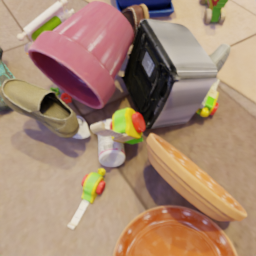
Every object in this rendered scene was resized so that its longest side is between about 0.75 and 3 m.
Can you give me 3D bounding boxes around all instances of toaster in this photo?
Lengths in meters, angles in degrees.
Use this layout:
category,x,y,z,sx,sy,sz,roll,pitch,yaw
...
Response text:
category,x,y,z,sx,sy,sz,roll,pitch,yaw
toaster,1.000,-1.356,7.660,1.477,2.250,2.488,-7,54,-22

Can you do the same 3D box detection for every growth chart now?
category,x,y,z,sx,sy,sz,roll,pitch,yaw
growth chart,-1.788,-2.335,8.247,1.918,2.650,0.235,-50,52,-4

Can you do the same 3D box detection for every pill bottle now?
category,x,y,z,sx,sy,sz,roll,pitch,yaw
pill bottle,-0.470,0.389,7.539,0.679,0.679,1.198,-5,48,-3

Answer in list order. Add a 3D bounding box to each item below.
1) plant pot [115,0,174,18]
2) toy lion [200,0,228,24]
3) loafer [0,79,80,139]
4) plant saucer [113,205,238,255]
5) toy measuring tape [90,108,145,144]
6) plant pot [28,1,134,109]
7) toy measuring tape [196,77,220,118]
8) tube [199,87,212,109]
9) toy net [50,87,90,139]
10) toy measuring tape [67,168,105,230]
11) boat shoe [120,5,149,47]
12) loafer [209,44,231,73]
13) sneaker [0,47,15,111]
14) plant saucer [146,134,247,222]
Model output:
category,x,y,z,sx,sy,sz,roll,pitch,yaw
plant pot,0.596,-5.966,11.205,2.684,2.413,2.684,-6,54,-4
toy lion,3.501,-5.469,10.917,0.819,2.288,2.387,1,53,1
loafer,-2.097,-0.614,6.741,2.220,0.749,0.844,29,53,4
plant saucer,0.987,2.987,5.871,2.678,0.432,2.678,0,53,0
toy measuring tape,-0.215,-0.131,6.617,0.892,2.425,0.892,-4,80,24
plant pot,-1.036,-2.020,7.410,2.365,2.365,2.116,30,77,20
toy measuring tape,2.465,-0.894,8.659,0.715,0.715,1.943,18,44,13
tube,2.155,-0.964,7.924,0.240,0.268,0.925,14,61,21
toy net,-1.864,-0.347,8.353,2.219,0.428,1.164,35,58,21
toy measuring tape,-0.998,1.625,6.785,0.603,0.603,1.638,21,57,15
boat shoe,-0.211,-3.053,8.921,1.035,2.944,1.036,-9,93,-15
loafer,2.157,-1.673,8.447,2.172,0.759,0.758,-49,63,15
sneaker,-4.133,-1.549,9.007,1.247,1.061,2.734,3,57,-16
plant saucer,1.361,1.114,6.118,2.591,2.591,0.485,42,98,26
